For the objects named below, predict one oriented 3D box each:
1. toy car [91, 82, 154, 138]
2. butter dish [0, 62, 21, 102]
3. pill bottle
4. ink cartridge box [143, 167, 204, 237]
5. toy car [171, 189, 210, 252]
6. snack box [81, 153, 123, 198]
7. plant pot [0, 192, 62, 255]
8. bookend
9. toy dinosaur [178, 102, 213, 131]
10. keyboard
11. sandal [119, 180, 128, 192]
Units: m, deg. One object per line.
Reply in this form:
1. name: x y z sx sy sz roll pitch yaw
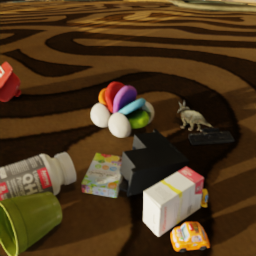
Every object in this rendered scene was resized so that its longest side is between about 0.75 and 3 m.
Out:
1. toy car: -0.230 -1.004 12.534 2.692 2.019 2.356 28 42 36
2. butter dish: -6.478 -2.209 15.014 2.056 1.520 2.051 -53 39 1
3. pill bottle: -3.056 1.685 8.968 2.564 1.419 1.419 -19 38 -26
4. ink cartridge box: 1.335 2.161 8.348 1.791 1.300 0.747 -23 38 -30
5. toy car: 1.862 2.567 8.276 1.071 0.727 2.184 6 35 9
6. snack box: -0.796 1.640 9.926 1.211 0.451 1.702 7 34 10
7. plant pot: -2.737 2.523 7.851 1.493 1.551 1.551 -15 34 -43
8. bookend: 0.553 1.110 9.912 2.207 1.017 2.193 -7 33 -27
9. toy dinosaur: 2.877 -0.409 12.580 0.739 0.982 1.919 -27 41 -34
10. keyboard: 3.537 0.279 12.098 1.889 0.374 0.983 -3 34 -7
11. sandal: 0.326 1.993 9.594 1.467 0.331 0.551 -7 36 -37
